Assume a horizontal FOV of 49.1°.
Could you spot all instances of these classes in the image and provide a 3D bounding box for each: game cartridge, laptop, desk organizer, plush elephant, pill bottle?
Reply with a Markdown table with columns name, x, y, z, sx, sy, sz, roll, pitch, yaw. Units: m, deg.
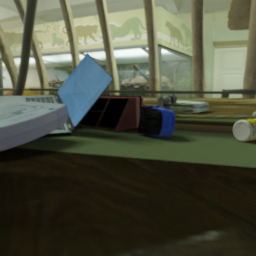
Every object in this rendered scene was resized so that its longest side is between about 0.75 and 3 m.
| name | x | y | z | sx | sy | sz | roll | pitch | yaw |
| --- | --- | --- | --- | --- | --- | --- | --- | --- | --- |
| game cartridge | -2.809 | -0.067 | 6.343 | 1.928 | 0.585 | 2.892 | 2 | 17 | 28 |
| laptop | -2.297 | -1.107 | 8.226 | 2.878 | 1.668 | 2.694 | -4 | 29 | -23 |
| desk organizer | -0.958 | -0.562 | 9.580 | 1.137 | 1.059 | 2.954 | -10 | 12 | -43 |
| plush elephant | 1.774 | -1.109 | 13.523 | 1.119 | 1.052 | 1.359 | -3 | 8 | -22 |
| pill bottle | 3.094 | 0.042 | 6.942 | 0.931 | 0.525 | 0.525 | -5 | 9 | -32 |

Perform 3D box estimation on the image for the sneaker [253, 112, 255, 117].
| name | x | y | z | sx | sy | sz | roll | pitch | yaw |
| --- | --- | --- | --- | --- | --- | --- | --- | --- | --- |
| sneaker | 6.051 | -0.595 | 12.611 | 0.830 | 0.298 | 0.301 | 3 | 10 | 35 |

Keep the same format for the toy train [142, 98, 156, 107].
| name | x | y | z | sx | sy | sz | roll | pitch | yaw |
| --- | --- | --- | --- | --- | --- | --- | --- | --- | --- |
| toy train | 0.762 | -0.657 | 11.159 | 1.338 | 0.978 | 2.312 | 12 | 4 | -17 |

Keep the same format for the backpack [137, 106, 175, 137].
| name | x | y | z | sx | sy | sz | roll | pitch | yaw |
| --- | --- | --- | --- | --- | --- | --- | --- | --- | --- |
| backpack | 0.849 | -0.190 | 7.587 | 0.853 | 0.826 | 1.016 | -1 | 7 | -29 |

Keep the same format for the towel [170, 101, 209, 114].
| name | x | y | z | sx | sy | sz | roll | pitch | yaw |
| --- | --- | --- | --- | --- | --- | --- | --- | --- | --- |
| towel | 3.187 | -1.202 | 16.060 | 2.200 | 0.619 | 2.570 | 8 | 11 | 32 |
